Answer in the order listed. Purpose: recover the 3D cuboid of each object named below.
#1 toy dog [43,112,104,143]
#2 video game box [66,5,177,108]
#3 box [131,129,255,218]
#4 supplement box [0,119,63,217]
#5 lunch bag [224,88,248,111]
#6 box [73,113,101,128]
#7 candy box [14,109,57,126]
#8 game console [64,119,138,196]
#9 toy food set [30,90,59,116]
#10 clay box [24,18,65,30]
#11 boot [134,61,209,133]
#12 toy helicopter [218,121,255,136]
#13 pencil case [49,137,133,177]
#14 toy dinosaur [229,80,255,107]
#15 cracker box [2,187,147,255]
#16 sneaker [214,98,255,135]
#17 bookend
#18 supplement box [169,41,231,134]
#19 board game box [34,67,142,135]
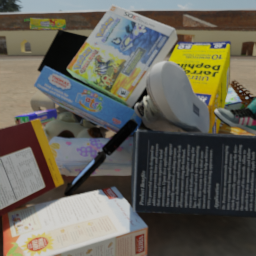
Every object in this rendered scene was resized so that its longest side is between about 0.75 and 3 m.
[{"bbox_3d":[-1.179,0.190,6.564,1.393,0.972,1.351,18,-2,23],"label":"toy dog"},{"bbox_3d":[-0.148,-1.575,5.962,1.669,1.832,0.429,30,-7,25],"label":"video game box"},{"bbox_3d":[1.074,0.616,4.319,2.037,1.091,1.512,3,-1,1],"label":"box"},{"bbox_3d":[-2.134,0.720,3.989,1.550,1.043,1.571,-19,2,39],"label":"supplement box"},{"bbox_3d":[2.953,-0.640,9.212,1.769,0.907,2.200,-11,17,7],"label":"lunch bag"},{"bbox_3d":[-1.031,-0.990,9.258,0.505,1.859,2.321,-38,-6,34],"label":"box"},{"bbox_3d":[-2.683,-0.252,8.148,0.877,0.399,1.037,-19,11,-41],"label":"candy box"},{"bbox_3d":[-0.489,0.519,4.833,0.213,1.768,1.043,44,4,1],"label":"game console"},{"bbox_3d":[-2.218,-1.532,10.238,1.936,0.815,2.699,10,58,49],"label":"toy food set"},{"bbox_3d":[-1.968,-2.441,6.609,0.905,0.215,0.520,-6,16,-18],"label":"clay box"},{"bbox_3d":[0.578,-0.335,4.886,1.143,0.879,2.391,-3,-19,29],"label":"boot"},{"bbox_3d":[2.261,0.084,7.074,1.572,0.937,2.377,-22,16,-15],"label":"toy helicopter"},{"bbox_3d":[-0.592,0.583,5.645,2.018,0.839,0.915,-1,1,-7],"label":"pencil case"},{"bbox_3d":[3.968,-0.507,7.445,2.585,1.754,1.320,11,54,-13],"label":"toy dinosaur"},{"bbox_3d":[-0.722,1.386,3.681,1.665,0.480,1.115,-8,19,-22],"label":"cracker box"},{"bbox_3d":[1.930,-0.264,4.561,0.977,0.590,0.409,16,33,-22],"label":"sneaker"},{"bbox_3d":[-0.453,-1.157,7.743,2.711,1.256,2.728,21,-9,27],"label":"bookend"},{"bbox_3d":[1.656,-0.911,7.047,1.417,1.426,2.604,7,47,24],"label":"supplement box"},{"bbox_3d":[-0.869,-0.458,6.718,2.138,0.517,2.827,26,-5,-5],"label":"board game box"}]
